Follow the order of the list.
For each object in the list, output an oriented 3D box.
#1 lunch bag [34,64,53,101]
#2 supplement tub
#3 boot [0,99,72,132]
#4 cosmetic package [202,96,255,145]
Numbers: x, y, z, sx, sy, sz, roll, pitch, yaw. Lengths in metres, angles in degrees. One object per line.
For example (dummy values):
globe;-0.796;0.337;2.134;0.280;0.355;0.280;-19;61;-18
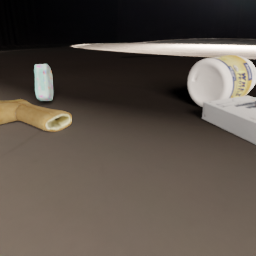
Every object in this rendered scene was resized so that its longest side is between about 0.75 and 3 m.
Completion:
lunch bag;-3.313;-1.791;10.929;0.551;1.431;1.147;-5;1;-3
supplement tub;3.886;-1.955;11.423;2.657;1.918;1.918;-19;28;-40
boot;-3.287;-0.342;8.878;2.268;0.750;1.986;17;31;31
cosmetic package;3.997;-0.323;8.901;2.022;0.693;2.682;-11;23;-21
